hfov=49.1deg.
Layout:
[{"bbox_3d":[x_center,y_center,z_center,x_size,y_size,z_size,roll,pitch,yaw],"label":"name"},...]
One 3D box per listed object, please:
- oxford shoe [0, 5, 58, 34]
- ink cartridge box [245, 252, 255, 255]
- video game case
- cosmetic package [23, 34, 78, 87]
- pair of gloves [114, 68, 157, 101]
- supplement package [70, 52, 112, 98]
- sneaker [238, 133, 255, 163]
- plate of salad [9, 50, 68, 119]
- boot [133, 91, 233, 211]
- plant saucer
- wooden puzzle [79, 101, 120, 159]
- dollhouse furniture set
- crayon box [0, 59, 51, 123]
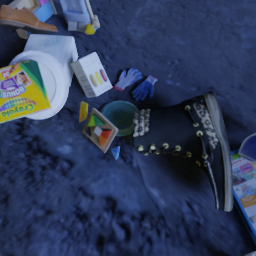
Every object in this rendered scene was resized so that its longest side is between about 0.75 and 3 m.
[{"bbox_3d":[-2.942,-3.270,8.529,0.684,1.918,0.684,3,95,36],"label":"oxford shoe"},{"bbox_3d":[2.554,2.960,5.582,0.430,1.268,0.730,-39,65,-22],"label":"ink cartridge box"},{"bbox_3d":[3.616,1.682,7.000,1.960,0.244,2.739,-15,59,-8],"label":"video game case"},{"bbox_3d":[-2.542,-2.190,9.056,1.463,0.899,1.458,3,58,4],"label":"cosmetic package"},{"bbox_3d":[0.280,-1.407,9.007,1.359,0.155,1.092,30,64,19],"label":"pair of gloves"},{"bbox_3d":[-1.096,-1.564,8.394,0.653,1.148,0.629,-36,20,-28],"label":"supplement package"},{"bbox_3d":[3.693,0.230,7.328,0.679,0.970,1.680,37,93,37],"label":"sneaker"},{"bbox_3d":[-2.675,-1.252,8.252,1.993,0.479,1.993,2,101,9],"label":"plate of salad"},{"bbox_3d":[1.353,0.637,7.140,2.289,1.094,3.031,-9,66,14],"label":"boot"},{"bbox_3d":[-0.246,-0.341,8.320,1.276,0.175,1.276,0,57,1],"label":"plant saucer"},{"bbox_3d":[-0.807,0.076,7.547,1.605,1.082,0.188,36,38,21],"label":"wooden puzzle"},{"bbox_3d":[-2.588,-4.184,9.345,2.677,2.527,1.747,19,59,25],"label":"dollhouse furniture set"},{"bbox_3d":[-3.148,-0.976,7.797,1.620,0.472,1.398,-15,93,7],"label":"crayon box"}]
